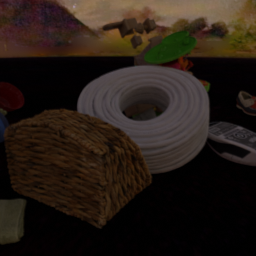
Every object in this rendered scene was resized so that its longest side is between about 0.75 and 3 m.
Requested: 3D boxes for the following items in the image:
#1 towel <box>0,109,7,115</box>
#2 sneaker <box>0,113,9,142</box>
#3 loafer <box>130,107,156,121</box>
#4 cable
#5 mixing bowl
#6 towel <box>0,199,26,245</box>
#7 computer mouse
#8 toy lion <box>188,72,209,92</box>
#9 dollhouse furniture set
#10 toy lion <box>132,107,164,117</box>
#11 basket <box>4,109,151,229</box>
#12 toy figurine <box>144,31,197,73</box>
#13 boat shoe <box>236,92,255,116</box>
[{"bbox_3d":[-5.335,-0.407,9.197,1.592,0.392,2.146,13,20,32],"label":"towel"},{"bbox_3d":[-4.023,0.087,6.887,2.467,0.912,1.015,-1,17,21],"label":"sneaker"},{"bbox_3d":[0.495,-0.045,7.043,2.800,0.977,0.979,-2,18,-7],"label":"loafer"},{"bbox_3d":[0.323,-0.340,6.216,2.912,1.008,2.913,18,51,23],"label":"cable"},{"bbox_3d":[-4.554,-1.038,10.401,0.626,1.156,1.156,-36,-2,30],"label":"mixing bowl"},{"bbox_3d":[-1.878,1.328,4.017,0.759,0.187,1.023,-6,18,-15],"label":"towel"},{"bbox_3d":[2.735,0.566,5.878,1.485,0.594,2.708,-18,30,-33],"label":"computer mouse"},{"bbox_3d":[2.924,-2.305,14.823,2.452,0.842,2.351,-4,26,-13],"label":"toy lion"},{"bbox_3d":[0.283,-2.008,8.528,1.295,2.925,1.516,-20,-1,-24],"label":"dollhouse furniture set"},{"bbox_3d":[0.997,-0.564,9.617,1.590,0.546,1.524,-17,16,-38],"label":"toy lion"},{"bbox_3d":[-0.805,0.392,4.786,2.110,1.506,1.572,11,22,31],"label":"basket"},{"bbox_3d":[1.403,-1.495,7.631,1.377,1.688,1.834,-8,35,26],"label":"toy figurine"},{"bbox_3d":[4.578,-0.889,10.406,0.664,0.584,1.866,1,19,-3],"label":"boat shoe"}]
